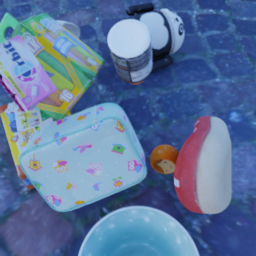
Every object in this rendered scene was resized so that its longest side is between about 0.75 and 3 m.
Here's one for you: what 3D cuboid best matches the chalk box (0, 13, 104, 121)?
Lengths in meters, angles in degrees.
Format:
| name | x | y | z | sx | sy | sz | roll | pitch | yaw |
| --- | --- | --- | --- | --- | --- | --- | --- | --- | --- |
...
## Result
| name | x | y | z | sx | sy | sz | roll | pitch | yaw |
| --- | --- | --- | --- | --- | --- | --- | --- | --- | --- |
| chalk box | -2.243 | -1.773 | 7.299 | 2.677 | 1.666 | 1.657 | 36 | 27 | -14 |

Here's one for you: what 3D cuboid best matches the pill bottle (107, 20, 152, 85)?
| name | x | y | z | sx | sy | sz | roll | pitch | yaw |
| --- | --- | --- | --- | --- | --- | --- | --- | --- | --- |
| pill bottle | 0.110 | -1.841 | 7.413 | 1.047 | 1.971 | 1.047 | -1 | 75 | 5 |

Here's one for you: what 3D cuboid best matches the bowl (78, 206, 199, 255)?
| name | x | y | z | sx | sy | sz | roll | pitch | yaw |
| --- | --- | --- | --- | --- | --- | --- | --- | --- | --- |
| bowl | 0.219 | 3.097 | 5.990 | 2.478 | 1.296 | 2.478 | 0 | 54 | 1 |

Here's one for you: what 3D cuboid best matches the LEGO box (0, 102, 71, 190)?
| name | x | y | z | sx | sy | sz | roll | pitch | yaw |
| --- | --- | --- | --- | --- | --- | --- | --- | --- | --- |
| LEGO box | -2.479 | 0.230 | 8.282 | 1.895 | 0.982 | 2.544 | -22 | 57 | -16 |

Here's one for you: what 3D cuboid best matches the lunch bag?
| name | x | y | z | sx | sy | sz | roll | pitch | yaw |
| --- | --- | --- | --- | --- | --- | --- | --- | --- | --- |
| lunch bag | -0.977 | 0.750 | 6.426 | 2.583 | 2.072 | 0.996 | -22 | 29 | 9 |

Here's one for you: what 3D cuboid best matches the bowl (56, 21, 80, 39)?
| name | x | y | z | sx | sy | sz | roll | pitch | yaw |
| --- | --- | --- | --- | --- | --- | --- | --- | --- | --- |
| bowl | -2.306 | -2.563 | 9.048 | 0.665 | 1.783 | 1.780 | 21 | 14 | 4 |

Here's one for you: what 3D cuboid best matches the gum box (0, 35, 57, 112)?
| name | x | y | z | sx | sy | sz | roll | pitch | yaw |
| --- | --- | --- | --- | --- | --- | --- | --- | --- | --- |
| gum box | -2.205 | -1.076 | 5.810 | 0.793 | 0.462 | 1.397 | -41 | 106 | -30 |

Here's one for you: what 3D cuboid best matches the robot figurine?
| name | x | y | z | sx | sy | sz | roll | pitch | yaw |
| --- | --- | --- | --- | --- | --- | --- | --- | --- | --- |
| robot figurine | 0.727 | -3.383 | 10.449 | 2.794 | 2.099 | 1.744 | -19 | 37 | -13 |

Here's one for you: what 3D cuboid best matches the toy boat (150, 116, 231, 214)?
| name | x | y | z | sx | sy | sz | roll | pitch | yaw |
| --- | --- | --- | --- | --- | --- | --- | --- | --- | --- |
| toy boat | 1.480 | 0.807 | 6.868 | 1.919 | 1.916 | 2.936 | -2 | 12 | 17 |
